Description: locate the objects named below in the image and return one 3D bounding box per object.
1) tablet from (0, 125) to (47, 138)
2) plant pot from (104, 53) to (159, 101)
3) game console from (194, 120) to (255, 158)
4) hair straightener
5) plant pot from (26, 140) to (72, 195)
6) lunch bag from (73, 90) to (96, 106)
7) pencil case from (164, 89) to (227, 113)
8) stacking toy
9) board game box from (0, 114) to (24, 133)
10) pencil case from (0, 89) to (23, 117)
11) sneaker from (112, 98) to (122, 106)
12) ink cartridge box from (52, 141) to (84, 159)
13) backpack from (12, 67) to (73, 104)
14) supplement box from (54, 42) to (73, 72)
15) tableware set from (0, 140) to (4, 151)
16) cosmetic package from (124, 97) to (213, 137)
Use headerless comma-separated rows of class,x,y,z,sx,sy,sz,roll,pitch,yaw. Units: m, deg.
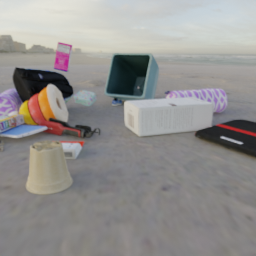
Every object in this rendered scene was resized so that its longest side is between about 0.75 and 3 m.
tablet,-3.741,0.103,9.294,1.871,0.128,1.217,3,15,34
plant pot,0.452,-2.413,14.669,2.265,2.259,2.307,8,-5,27
game console,3.701,0.326,8.465,2.290,0.402,2.589,-14,21,-31
hair straightener,-1.832,-0.043,9.324,2.403,0.492,0.925,5,16,31
plant pot,-1.674,0.763,5.863,0.963,0.882,0.963,0,15,0
lunch bag,-1.836,-1.249,11.818,0.872,0.336,0.699,14,44,20
pencil case,2.883,-1.055,12.003,2.756,1.157,1.178,-5,-15,-21
stacking toy,-3.460,-0.596,10.462,2.127,1.554,1.554,-18,16,3
board game box,-4.551,-0.055,9.199,1.348,0.343,2.005,-6,12,9
pencil case,-5.064,-0.962,11.755,1.121,1.100,2.622,-29,17,-1
sneaker,-0.549,-1.354,14.247,0.318,0.361,0.809,8,17,27
ink cartridge box,-1.862,0.489,7.859,1.063,0.314,1.328,0,17,2
backpack,-3.596,-1.650,12.318,2.401,1.958,1.846,-22,-16,-40
supplement box,-2.419,-2.649,10.463,0.516,0.999,0.506,13,14,-7
tableware set,-3.992,0.464,8.120,0.692,0.210,1.048,-7,17,-22
cosmetic package,1.412,-0.457,9.895,2.810,1.040,1.428,-7,18,-19
